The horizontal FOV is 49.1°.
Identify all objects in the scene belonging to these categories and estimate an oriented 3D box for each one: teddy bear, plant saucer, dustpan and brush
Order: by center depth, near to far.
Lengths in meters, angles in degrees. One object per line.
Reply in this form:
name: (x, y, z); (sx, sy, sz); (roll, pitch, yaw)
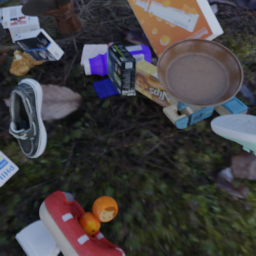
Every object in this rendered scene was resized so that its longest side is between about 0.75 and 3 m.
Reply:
plant saucer: (1.483, -1.132, 5.951); (1.775, 0.325, 1.775); (0, 64, 0)
dustpan and brush: (-1.748, 2.474, 6.801); (1.577, 0.451, 1.101); (-41, 51, -22)
teddy bear: (-3.848, -2.884, 11.140); (2.058, 0.687, 1.492); (-35, 56, -26)

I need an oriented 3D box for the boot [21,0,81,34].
boot: (-2.358, -3.434, 8.896); (1.571, 1.686, 0.542); (-10, 83, -2)

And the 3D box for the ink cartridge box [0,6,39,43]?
ink cartridge box: (-4.893, -4.696, 12.601); (1.630, 0.779, 1.857); (-12, 50, -10)

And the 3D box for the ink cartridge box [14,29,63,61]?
ink cartridge box: (-2.357, -2.057, 7.120); (1.542, 0.767, 0.302); (13, 64, 46)

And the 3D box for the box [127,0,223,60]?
box: (1.259, -3.509, 8.191); (2.758, 1.716, 1.344); (61, 34, -3)

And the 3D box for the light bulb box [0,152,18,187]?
light bulb box: (-4.107, 1.096, 6.939); (1.794, 1.119, 1.778); (47, 56, -10)

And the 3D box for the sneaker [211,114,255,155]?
sneaker: (1.661, 0.330, 3.493); (1.345, 0.793, 0.495); (18, 40, 30)

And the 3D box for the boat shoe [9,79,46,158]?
boat shoe: (-2.165, -0.080, 5.777); (0.672, 1.865, 0.662); (16, 33, 15)

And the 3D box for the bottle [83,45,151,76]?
bottle: (-0.409, -2.453, 10.541); (2.478, 1.035, 0.809); (-11, 50, -8)

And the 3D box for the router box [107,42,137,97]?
router box: (-0.205, -1.632, 7.745); (0.426, 1.028, 1.372); (-11, 39, -15)

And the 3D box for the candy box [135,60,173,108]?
candy box: (0.989, -1.466, 9.668); (1.834, 1.059, 0.507); (36, 58, 27)

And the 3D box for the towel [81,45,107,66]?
towel: (-1.177, -2.967, 11.505); (1.411, 0.227, 1.347); (0, 49, 0)

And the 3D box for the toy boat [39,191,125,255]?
toy boat: (-0.811, 2.108, 6.189); (1.402, 1.400, 2.145); (-43, 69, -3)

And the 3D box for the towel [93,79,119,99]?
towel: (-0.676, -1.450, 10.215); (1.064, 0.264, 0.786); (-18, 59, -15)

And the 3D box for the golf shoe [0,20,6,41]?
golf shoe: (-3.876, -1.994, 6.201); (2.155, 0.838, 1.018); (-28, 25, -29)

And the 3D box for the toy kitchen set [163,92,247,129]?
toy kitchen set: (2.499, -0.943, 8.657); (2.395, 1.919, 1.411); (-23, 53, -19)
